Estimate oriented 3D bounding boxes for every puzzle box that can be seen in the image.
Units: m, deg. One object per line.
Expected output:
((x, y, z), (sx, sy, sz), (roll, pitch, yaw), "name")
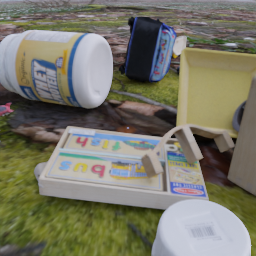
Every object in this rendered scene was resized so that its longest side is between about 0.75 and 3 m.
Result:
((-0.042, 0.720, 5.546), (2.902, 0.369, 1.930), (6, 29, 0), "puzzle box")

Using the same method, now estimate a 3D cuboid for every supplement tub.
((-2.180, -1.818, 8.537), (2.973, 2.150, 2.150), (9, 31, 17), "supplement tub")

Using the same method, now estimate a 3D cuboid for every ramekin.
((1.017, 1.642, 3.928), (1.354, 0.660, 1.354), (0, 29, 0), "ramekin")

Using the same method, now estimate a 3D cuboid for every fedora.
((3.090, -0.223, 6.818), (0.963, 0.492, 1.089), (-9, 52, 47), "fedora")

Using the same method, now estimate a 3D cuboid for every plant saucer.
((2.424, -0.819, 7.268), (2.332, 0.565, 2.332), (6, 73, 1), "plant saucer")

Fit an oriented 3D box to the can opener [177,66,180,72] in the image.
((2.831, -2.736, 11.655), (0.809, 0.652, 2.057), (22, 37, 35), "can opener")

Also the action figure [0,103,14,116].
((-3.542, -0.246, 6.698), (1.596, 1.188, 1.069), (-31, 49, -5), "action figure")

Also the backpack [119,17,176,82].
((0.871, -2.990, 10.702), (1.665, 2.260, 2.475), (16, 21, 11), "backpack")

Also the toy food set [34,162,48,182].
((-1.330, 0.937, 5.617), (0.928, 0.280, 0.666), (-9, 31, -31), "toy food set")

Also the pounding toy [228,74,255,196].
((3.652, -0.158, 5.027), (2.810, 2.587, 1.998), (-24, 40, -33), "pounding toy")

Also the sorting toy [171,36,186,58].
((1.928, -3.980, 13.827), (1.390, 0.825, 1.544), (13, 32, 36), "sorting toy")

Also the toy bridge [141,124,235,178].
((1.167, 0.310, 5.424), (2.190, 0.298, 0.736), (-13, 72, -32), "toy bridge")
